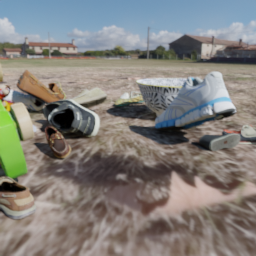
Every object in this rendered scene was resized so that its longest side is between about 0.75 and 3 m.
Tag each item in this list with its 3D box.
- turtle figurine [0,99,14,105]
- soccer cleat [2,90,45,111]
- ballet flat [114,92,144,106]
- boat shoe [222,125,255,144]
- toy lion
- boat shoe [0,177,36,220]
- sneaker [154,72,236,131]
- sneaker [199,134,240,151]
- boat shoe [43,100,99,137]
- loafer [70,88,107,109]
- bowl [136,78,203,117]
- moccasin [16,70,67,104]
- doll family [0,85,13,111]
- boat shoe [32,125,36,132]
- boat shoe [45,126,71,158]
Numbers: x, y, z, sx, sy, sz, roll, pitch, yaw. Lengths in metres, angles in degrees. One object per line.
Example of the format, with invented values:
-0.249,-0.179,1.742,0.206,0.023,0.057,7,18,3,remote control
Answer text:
-4.738,-1.004,11.560,1.310,0.523,1.624,24,22,2,turtle figurine
-4.086,-1.168,11.062,0.732,0.592,1.695,-20,-28,40,soccer cleat
0.079,-1.394,13.014,1.676,0.593,0.593,-12,19,-28,ballet flat
3.352,0.168,7.555,1.620,0.507,0.576,6,18,27,boat shoe
-2.475,-0.007,5.280,0.850,2.373,2.476,-22,54,-26,toy lion
-1.982,1.009,4.490,1.338,0.480,0.506,9,17,29,boat shoe
1.684,-0.670,7.741,1.117,1.291,2.979,-2,-11,-27,sneaker
2.386,0.290,7.298,1.031,0.385,0.547,-8,20,-23,sneaker
-1.974,-0.377,8.515,0.900,0.956,2.661,3,11,-43,boat shoe
-1.711,-1.073,10.789,1.859,0.703,0.635,-20,66,-33,loafer
1.719,-1.071,10.478,2.882,1.352,2.882,0,16,0,bowl
-3.046,-1.417,11.014,2.541,0.981,0.929,30,2,-34,moccasin
-4.621,-0.327,8.595,2.948,1.328,1.830,-14,18,18,doll family
-3.223,0.060,8.258,0.957,0.352,0.313,6,-34,-35,boat shoe
-1.729,0.319,6.664,0.405,0.404,1.150,-35,36,-16,boat shoe
